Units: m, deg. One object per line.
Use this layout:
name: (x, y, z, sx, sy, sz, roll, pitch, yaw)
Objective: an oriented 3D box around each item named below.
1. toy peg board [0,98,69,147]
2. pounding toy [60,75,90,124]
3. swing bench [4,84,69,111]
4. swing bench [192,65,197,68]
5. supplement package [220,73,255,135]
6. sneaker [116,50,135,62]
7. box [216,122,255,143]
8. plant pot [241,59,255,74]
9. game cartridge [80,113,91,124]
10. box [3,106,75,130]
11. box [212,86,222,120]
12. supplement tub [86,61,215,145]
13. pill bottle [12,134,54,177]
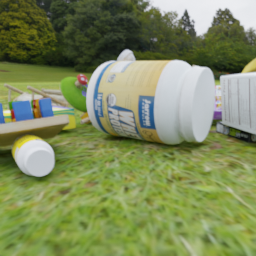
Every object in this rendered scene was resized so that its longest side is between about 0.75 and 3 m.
toy peg board: (-2.544, -0.222, 6.033, 2.017, 0.987, 2.009, -11, -6, -25)
pounding toy: (-1.291, -1.068, 8.795, 0.787, 1.697, 1.310, -38, -10, 28)
swing bench: (-3.738, -1.047, 11.467, 1.937, 1.263, 1.947, 9, 6, 40)
swing bench: (2.114, -1.359, 10.758, 1.815, 1.805, 1.177, 1, -27, 9)
supplement package: (3.538, -0.669, 6.967, 1.444, 1.449, 2.471, -7, 10, -7)
sneaker: (0.479, -2.000, 12.236, 1.687, 2.935, 1.103, 30, 64, 25)
box: (3.516, 0.071, 8.201, 1.191, 0.329, 1.486, -3, 12, -18)
plant pot: (5.161, -2.046, 10.926, 1.260, 1.260, 1.112, -49, 16, -32)
game cartridge: (-0.406, -1.239, 10.607, 2.622, 0.425, 2.311, -37, 2, 17)
box: (-3.281, -0.184, 8.413, 2.918, 0.706, 1.712, -12, 13, -36)
box: (3.439, -0.946, 10.003, 1.307, 0.373, 1.910, 2, 35, 23)
supplement tub: (0.600, -0.704, 7.433, 2.917, 2.110, 2.110, 8, 14, 32)
pill bottle: (-1.749, 0.512, 5.186, 0.647, 0.647, 1.163, -6, 12, -29)
